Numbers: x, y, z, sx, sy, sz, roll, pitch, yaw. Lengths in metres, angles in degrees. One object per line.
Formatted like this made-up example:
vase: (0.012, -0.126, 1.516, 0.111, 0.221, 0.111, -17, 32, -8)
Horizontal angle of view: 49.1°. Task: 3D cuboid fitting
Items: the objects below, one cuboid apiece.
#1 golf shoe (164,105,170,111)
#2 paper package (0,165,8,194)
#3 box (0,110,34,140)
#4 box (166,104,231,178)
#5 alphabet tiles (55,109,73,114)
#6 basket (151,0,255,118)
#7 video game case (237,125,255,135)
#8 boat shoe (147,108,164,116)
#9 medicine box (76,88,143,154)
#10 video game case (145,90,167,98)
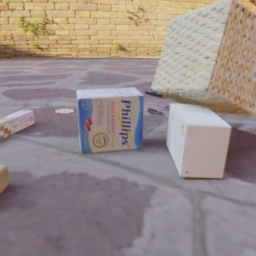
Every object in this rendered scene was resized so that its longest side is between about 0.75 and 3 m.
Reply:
golf shoe: (2.194, -0.968, 13.324, 0.900, 0.339, 0.412, 15, 20, 36)
paper package: (-3.361, 1.258, 6.111, 1.078, 0.585, 1.131, 1, 17, 4)
box: (-4.447, -0.043, 10.125, 0.581, 0.543, 2.804, 5, 19, 16)
box: (1.823, 0.253, 7.772, 1.094, 1.396, 2.245, 3, 18, -2)
alphabet tiles: (-2.986, -0.769, 13.127, 0.816, 0.061, 0.834, -4, 19, -15)
basket: (2.615, -2.000, 8.724, 2.271, 2.799, 2.824, 17, -1, -31)
video game case: (4.718, 0.100, 10.438, 0.729, 0.091, 1.019, -14, 23, -39)
boat shoe: (1.232, -0.729, 12.716, 0.840, 0.239, 0.281, 12, 21, 32)
medicine box: (-0.580, -0.260, 8.766, 1.950, 1.776, 1.004, -4, 21, -12)
video game case: (2.083, -2.098, 16.947, 1.464, 0.207, 1.620, -13, 21, -34)
